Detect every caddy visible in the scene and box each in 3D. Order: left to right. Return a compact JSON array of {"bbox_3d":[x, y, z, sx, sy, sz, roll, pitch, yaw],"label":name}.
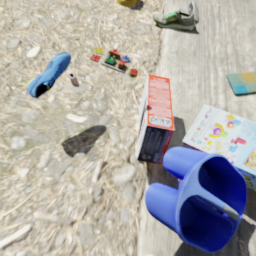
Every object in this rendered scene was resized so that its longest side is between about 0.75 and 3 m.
[{"bbox_3d":[1.733,1.659,6.361,1.474,2.809,1.986,14,72,49],"label":"caddy"}]

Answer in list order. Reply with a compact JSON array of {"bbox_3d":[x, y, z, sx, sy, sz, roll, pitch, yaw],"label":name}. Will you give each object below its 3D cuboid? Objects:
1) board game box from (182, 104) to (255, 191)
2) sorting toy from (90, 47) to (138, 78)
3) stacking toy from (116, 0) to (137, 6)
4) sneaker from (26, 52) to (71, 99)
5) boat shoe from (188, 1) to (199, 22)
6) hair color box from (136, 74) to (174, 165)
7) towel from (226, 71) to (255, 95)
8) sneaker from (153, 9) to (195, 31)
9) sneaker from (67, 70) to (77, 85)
[{"bbox_3d":[2.997,0.623,7.585,2.579,1.328,1.353,26,74,29],"label":"board game box"},{"bbox_3d":[-0.300,-1.752,7.051,1.344,0.227,0.648,23,51,4],"label":"sorting toy"},{"bbox_3d":[-0.278,-7.099,13.174,2.551,1.078,2.309,32,63,19],"label":"stacking toy"},{"bbox_3d":[-2.138,-1.446,7.911,1.625,0.535,0.637,-45,49,-7],"label":"sneaker"},{"bbox_3d":[2.857,-5.107,12.409,0.372,0.431,1.188,-22,54,38],"label":"boat shoe"},{"bbox_3d":[0.771,-0.322,8.242,0.792,1.374,2.478,11,42,-3],"label":"hair color box"},{"bbox_3d":[4.361,-1.648,10.249,1.356,0.147,0.994,-7,58,-6],"label":"towel"},{"bbox_3d":[1.967,-4.708,11.792,1.849,0.819,0.711,9,58,6],"label":"sneaker"},{"bbox_3d":[-2.092,-1.974,10.303,0.285,0.395,0.756,-20,58,-10],"label":"sneaker"}]
